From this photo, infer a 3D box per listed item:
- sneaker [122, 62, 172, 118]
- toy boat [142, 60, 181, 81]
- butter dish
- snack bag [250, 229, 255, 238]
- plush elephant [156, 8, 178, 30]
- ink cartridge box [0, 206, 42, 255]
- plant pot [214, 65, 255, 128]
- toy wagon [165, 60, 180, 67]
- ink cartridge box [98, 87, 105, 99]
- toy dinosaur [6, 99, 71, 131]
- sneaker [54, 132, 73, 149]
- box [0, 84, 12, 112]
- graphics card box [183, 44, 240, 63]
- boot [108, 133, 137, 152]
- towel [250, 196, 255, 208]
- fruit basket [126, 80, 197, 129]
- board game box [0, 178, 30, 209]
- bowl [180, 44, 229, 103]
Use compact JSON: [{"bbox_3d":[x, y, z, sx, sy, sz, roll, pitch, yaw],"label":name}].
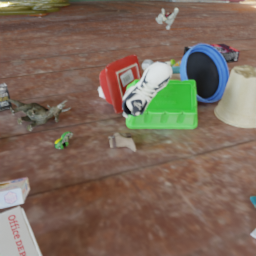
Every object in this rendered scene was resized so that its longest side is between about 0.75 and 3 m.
[{"bbox_3d":[0.353,-0.732,6.204,1.509,0.602,0.982,-31,30,39],"label":"sneaker"},{"bbox_3d":[2.159,-2.746,13.553,2.911,1.353,2.447,-7,14,1],"label":"toy boat"},{"bbox_3d":[-0.482,-1.922,12.121,1.555,2.098,2.104,9,31,41],"label":"butter dish"},{"bbox_3d":[3.489,2.536,6.510,0.880,0.100,0.934,-24,38,-33],"label":"snack bag"},{"bbox_3d":[1.325,-3.964,10.022,0.581,0.750,0.618,21,-3,-23],"label":"plush elephant"},{"bbox_3d":[-2.903,2.819,5.105,2.526,1.057,1.832,-18,34,-27],"label":"ink cartridge box"},{"bbox_3d":[4.637,-1.345,11.058,2.094,1.917,2.094,0,31,0],"label":"plant pot"},{"bbox_3d":[2.299,-3.256,15.090,1.692,0.335,1.312,0,-8,-39],"label":"toy wagon"},{"bbox_3d":[-0.987,-1.667,12.941,0.758,0.475,0.487,24,39,33],"label":"ink cartridge box"},{"bbox_3d":[-3.668,-0.571,10.980,2.631,1.013,1.345,9,19,27],"label":"toy dinosaur"},{"bbox_3d":[-2.175,0.462,9.714,0.369,0.338,0.866,20,45,17],"label":"sneaker"},{"bbox_3d":[-5.604,-1.151,11.552,1.353,1.067,0.337,-20,37,-30],"label":"box"},{"bbox_3d":[5.137,-4.580,17.402,2.921,0.743,1.832,-9,33,-13],"label":"graphics card box"},{"bbox_3d":[-0.224,0.531,9.562,0.802,0.385,1.096,-14,33,-9],"label":"boot"},{"bbox_3d":[3.614,2.077,7.183,0.669,0.099,0.912,-1,27,-1],"label":"towel"},{"bbox_3d":[1.285,-0.946,10.960,2.918,2.105,2.918,1,-12,0],"label":"fruit basket"},{"bbox_3d":[-3.427,1.674,6.765,1.852,0.382,1.856,-10,0,-16],"label":"board game box"},{"bbox_3d":[3.373,-2.380,12.397,2.592,2.592,0.509,-20,4,-29],"label":"bowl"}]
